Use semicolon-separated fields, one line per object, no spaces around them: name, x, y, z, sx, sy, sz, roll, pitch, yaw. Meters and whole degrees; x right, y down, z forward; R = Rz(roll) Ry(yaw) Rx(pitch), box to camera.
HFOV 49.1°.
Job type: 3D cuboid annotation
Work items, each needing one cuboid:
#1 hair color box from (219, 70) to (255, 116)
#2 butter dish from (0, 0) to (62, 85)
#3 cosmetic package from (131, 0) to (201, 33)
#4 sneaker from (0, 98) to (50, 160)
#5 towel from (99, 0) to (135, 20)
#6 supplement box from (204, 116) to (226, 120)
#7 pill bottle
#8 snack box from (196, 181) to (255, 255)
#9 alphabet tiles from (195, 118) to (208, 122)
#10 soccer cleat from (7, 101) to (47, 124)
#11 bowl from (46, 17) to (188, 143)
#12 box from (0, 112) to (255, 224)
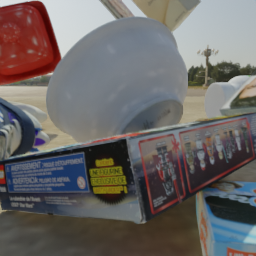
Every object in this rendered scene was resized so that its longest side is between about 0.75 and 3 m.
hair color box;3.358;-0.887;5.967;2.774;0.841;1.373;-42;20;-26
butter dish;-3.205;-2.545;7.968;2.221;2.227;1.646;-17;8;-10
cosmetic package;0.720;-3.460;7.101;0.727;1.990;1.030;-45;2;-35
sneaker;-1.717;0.132;4.061;1.508;0.829;2.059;9;13;-41
towel;-0.437;-3.038;6.603;2.371;0.382;2.264;33;23;-47
supplement box;1.908;0.114;4.995;0.868;0.583;0.867;5;9;35
pill bottle;3.608;-0.730;7.909;2.634;1.463;1.463;-2;8;-13
snack box;1.405;0.667;1.758;1.850;0.343;1.075;1;6;10
alphabet tiles;3.058;-0.253;9.728;1.251;0.048;1.503;4;9;25
soccer cleat;-3.594;-0.414;8.176;2.638;0.914;1.023;11;7;26
bowl;0.073;-0.347;4.381;2.419;2.419;1.087;-6;49;-40
box;0.239;0.266;2.869;1.701;0.495;2.484;-11;-2;41
